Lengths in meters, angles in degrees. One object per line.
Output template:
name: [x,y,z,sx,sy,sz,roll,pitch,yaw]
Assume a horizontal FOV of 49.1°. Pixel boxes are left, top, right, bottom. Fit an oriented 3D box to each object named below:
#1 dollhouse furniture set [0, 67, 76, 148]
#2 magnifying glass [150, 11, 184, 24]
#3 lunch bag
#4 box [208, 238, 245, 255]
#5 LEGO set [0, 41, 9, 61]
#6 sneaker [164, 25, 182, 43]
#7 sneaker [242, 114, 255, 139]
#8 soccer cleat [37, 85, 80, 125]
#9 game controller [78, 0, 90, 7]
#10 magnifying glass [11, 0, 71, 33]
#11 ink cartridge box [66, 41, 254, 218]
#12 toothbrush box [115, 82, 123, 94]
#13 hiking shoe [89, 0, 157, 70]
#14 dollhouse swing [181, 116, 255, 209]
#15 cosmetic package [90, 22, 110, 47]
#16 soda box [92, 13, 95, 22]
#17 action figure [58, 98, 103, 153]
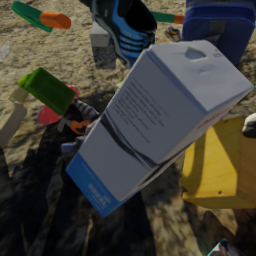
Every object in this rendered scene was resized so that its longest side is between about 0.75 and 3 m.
dollhouse furniture set: [-2.752,-0.241,7.571,1.573,1.205,2.401,-8,50,49]
magnifying glass: [1.250,-3.580,9.081,2.882,0.323,1.147,18,20,22]
lunch bag: [2.175,-2.541,6.803,1.633,2.404,1.590,6,78,14]
box: [2.053,2.648,4.793,0.595,0.355,1.446,-31,50,-30]
LEGO set: [-3.506,-1.802,7.569,1.032,0.253,0.771,-38,44,15]
sneaker: [1.539,-2.861,8.752,0.808,0.364,0.303,25,48,-22]
sneaker: [2.555,-0.541,4.459,2.396,1.379,0.904,-6,7,-41]
soccer cleat: [-2.163,-0.696,8.524,0.683,0.595,1.785,-7,36,42]
game controller: [-1.505,-4.778,9.346,0.435,1.077,2.065,-13,41,-21]
magnifying glass: [-1.806,-2.321,5.921,2.437,0.970,0.273,35,96,50]
ink cartridge box: [0.381,0.021,3.877,0.944,2.254,1.635,50,40,14]
toothbrush box: [0.129,-1.149,9.052,0.677,0.400,0.930,-31,49,-31]
hiking shoe: [0.154,-1.493,4.663,0.829,1.912,0.711,19,77,39]
dollhouse swing: [2.430,1.006,6.331,1.686,1.631,1.856,-18,46,43]
cosmetic package: [-1.207,-4.137,12.288,0.767,0.647,1.436,2,44,2]
soda box: [-1.057,-5.751,14.160,1.541,0.527,0.490,-11,43,-13]
action figure: [-0.901,-0.059,7.005,2.069,1.119,2.139,15,15,40]
